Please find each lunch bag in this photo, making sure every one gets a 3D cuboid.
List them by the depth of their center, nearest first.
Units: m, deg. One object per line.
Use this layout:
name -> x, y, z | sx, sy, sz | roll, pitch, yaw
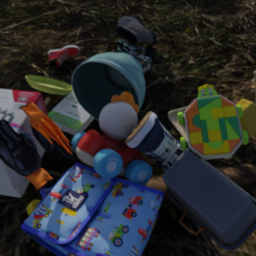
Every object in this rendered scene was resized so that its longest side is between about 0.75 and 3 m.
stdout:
lunch bag -> -0.891, 2.136, 6.774 | 2.850, 1.341, 2.146 | 21, 48, 16

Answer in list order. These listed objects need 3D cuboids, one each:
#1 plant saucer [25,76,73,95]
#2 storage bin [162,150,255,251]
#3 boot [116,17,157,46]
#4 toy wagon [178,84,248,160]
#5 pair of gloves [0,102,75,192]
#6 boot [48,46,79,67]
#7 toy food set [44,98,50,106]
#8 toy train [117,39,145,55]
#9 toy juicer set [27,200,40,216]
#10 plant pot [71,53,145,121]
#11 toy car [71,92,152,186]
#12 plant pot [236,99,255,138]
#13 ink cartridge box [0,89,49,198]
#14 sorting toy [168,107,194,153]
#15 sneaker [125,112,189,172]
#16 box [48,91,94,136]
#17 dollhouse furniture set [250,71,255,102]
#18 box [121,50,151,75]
plant saucer -> -2.884, -1.550, 10.325 | 1.777, 0.276, 1.777 | 16, 15, -4
storage bin -> 1.859, 1.713, 6.815 | 1.723, 1.590, 2.368 | -47, 56, -3
boot -> 0.021, -4.767, 13.553 | 1.707, 0.905, 2.593 | -16, 43, -44
toy wagon -> 2.004, -0.228, 6.870 | 1.536, 0.392, 1.980 | -7, 70, 11
pair of gloves -> -2.307, 0.369, 6.917 | 1.973, 0.274, 2.214 | 48, 25, -5
boot -> -2.882, -3.181, 12.656 | 1.444, 0.523, 1.042 | -14, 47, -3
toy food set -> -3.848, -0.718, 10.420 | 1.756, 0.353, 1.213 | 3, 38, 10
toy train -> 0.116, -3.741, 13.156 | 0.835, 0.624, 1.465 | -21, 48, -34
toy juicer set -> -1.606, 2.427, 7.225 | 1.887, 0.514, 1.201 | 48, 49, 12
plant pot -> -0.419, -1.476, 9.129 | 2.360, 2.360, 1.581 | 18, 47, 16
toy car -> -0.201, 0.132, 7.626 | 1.926, 2.177, 2.007 | 23, 2, -32
plant pot -> 3.884, -0.396, 9.166 | 0.897, 0.924, 0.903 | -39, 25, 0
ink cartridge box -> -3.683, 0.380, 8.214 | 1.877, 1.868, 2.583 | 6, 46, 6
sorting toy -> 2.579, -0.124, 9.763 | 1.799, 0.354, 1.943 | -15, 48, -14
sneaker -> 0.871, 0.509, 7.304 | 1.554, 2.864, 1.004 | 41, 91, 8
box -> -1.882, -0.634, 10.274 | 1.436, 0.362, 1.990 | 21, 48, 19
dollhouse furniture set -> 5.982, -1.949, 10.362 | 2.585, 1.262, 2.204 | -31, 34, -17
box -> 0.189, -2.676, 12.084 | 1.110, 0.584, 1.355 | 26, 51, 23
